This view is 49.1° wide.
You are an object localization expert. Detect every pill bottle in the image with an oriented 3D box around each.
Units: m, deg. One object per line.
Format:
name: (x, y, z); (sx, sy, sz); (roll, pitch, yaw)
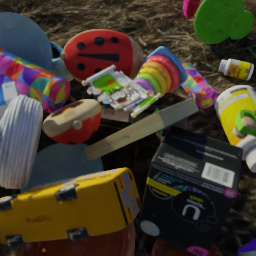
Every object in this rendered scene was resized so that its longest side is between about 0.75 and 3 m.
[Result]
pill bottle: (3.365, 0.014, 7.763); (1.261, 1.261, 2.309); (-7, 53, -6)
pill bottle: (3.881, -2.128, 10.099); (1.095, 0.598, 0.598); (18, 52, 15)

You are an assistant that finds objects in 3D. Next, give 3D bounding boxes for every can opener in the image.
can opener: (0.373, -0.574, 8.531); (2.942, 0.984, 0.785); (8, 50, 7)

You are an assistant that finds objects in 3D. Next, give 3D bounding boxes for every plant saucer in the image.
plant saucer: (1.254, 2.858, 5.919); (1.544, 0.249, 1.544); (5, 35, -3)
plant saucer: (-1.002, 2.315, 5.620); (2.401, 0.387, 2.401); (-12, 46, 13)
plant saucer: (-1.675, 1.286, 7.279); (2.130, 0.410, 2.130); (-4, 48, 4)
plant saucer: (-3.821, -2.498, 9.490); (2.607, 2.607, 0.502); (0, 18, 0)

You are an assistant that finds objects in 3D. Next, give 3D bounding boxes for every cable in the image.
cable: (-2.514, 0.319, 6.562); (0.756, 2.184, 2.184); (11, 59, -13)

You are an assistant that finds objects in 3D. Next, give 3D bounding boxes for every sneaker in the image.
sneaker: (-2.980, -2.860, 10.340); (2.849, 1.167, 1.053); (36, 57, 26)
sneaker: (3.001, 2.443, 6.174); (1.486, 0.517, 0.739); (-10, 42, -10)

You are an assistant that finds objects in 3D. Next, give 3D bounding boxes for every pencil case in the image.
pencil case: (-3.258, -1.504, 8.891); (2.878, 1.272, 1.272); (27, 55, 14)
pencil case: (2.285, -1.487, 9.467); (0.800, 0.800, 1.810); (-16, 54, -13)

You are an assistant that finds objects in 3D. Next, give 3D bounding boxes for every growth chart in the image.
growth chart: (-0.210, -1.031, 7.842); (1.930, 0.171, 1.397); (36, 56, 16)

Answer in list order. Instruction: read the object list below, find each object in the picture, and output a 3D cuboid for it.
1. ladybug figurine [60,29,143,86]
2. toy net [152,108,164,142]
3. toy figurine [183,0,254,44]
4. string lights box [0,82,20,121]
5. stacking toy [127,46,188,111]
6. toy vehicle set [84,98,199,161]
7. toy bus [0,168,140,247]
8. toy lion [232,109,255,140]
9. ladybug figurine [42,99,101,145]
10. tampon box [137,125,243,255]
ladybug figurine: (-0.784, -2.304, 9.314); (2.862, 1.942, 1.029); (-4, 11, -15)
toy net: (0.997, 0.120, 7.877); (0.260, 0.706, 1.346); (-15, 83, -16)
toy figurine: (3.552, -5.040, 11.994); (2.804, 2.105, 2.580); (6, 37, -24)
string lights box: (-4.354, -0.245, 7.982); (2.718, 1.397, 0.801); (-17, 52, -14)
stacking toy: (0.590, -1.242, 8.574); (1.403, 1.327, 2.417); (49, 55, -8)
toy vehicle set: (0.267, 0.069, 6.836); (1.603, 2.580, 0.342); (-23, 87, -48)
toy bus: (-1.276, 1.522, 5.390); (2.803, 0.912, 1.097); (-15, 4, 24)
toy lion: (3.135, -0.044, 6.531); (1.354, 0.465, 1.298); (26, 38, -1)
ladybug figurine: (-1.461, -0.135, 7.647); (1.657, 0.878, 2.442); (-26, 14, -7)
tampon box: (1.272, 1.359, 5.970); (1.607, 2.144, 1.354); (18, 37, 16)
